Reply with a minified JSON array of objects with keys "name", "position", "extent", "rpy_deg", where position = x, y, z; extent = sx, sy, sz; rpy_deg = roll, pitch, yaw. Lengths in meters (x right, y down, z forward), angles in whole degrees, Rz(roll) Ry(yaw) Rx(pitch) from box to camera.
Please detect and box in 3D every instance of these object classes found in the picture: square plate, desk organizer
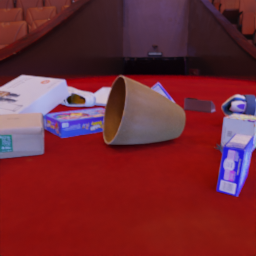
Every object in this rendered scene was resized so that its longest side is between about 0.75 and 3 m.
[{"name":"square plate","position":[-1.086,-1.689,15.410],"extent":[1.982,0.285,2.001],"rpy_deg":[7,34,30]},{"name":"desk organizer","position":[3.395,-1.089,13.346],"extent":[1.425,0.549,0.511],"rpy_deg":[10,17,36]}]

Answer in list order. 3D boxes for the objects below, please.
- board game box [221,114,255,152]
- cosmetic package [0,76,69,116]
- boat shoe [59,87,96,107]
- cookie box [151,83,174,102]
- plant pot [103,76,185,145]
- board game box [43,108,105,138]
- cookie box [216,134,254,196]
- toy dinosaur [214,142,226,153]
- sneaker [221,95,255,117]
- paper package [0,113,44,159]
[{"name":"board game box","position":[3.119,0.090,7.622],"extent":[0.783,0.797,1.520],"rpy_deg":[8,10,30]},{"name":"cosmetic package","position":[-3.838,-0.868,9.805],"extent":[2.196,0.752,2.912],"rpy_deg":[12,39,24]},{"name":"boat shoe","position":[-3.061,-1.567,14.645],"extent":[2.764,0.980,0.965],"rpy_deg":[14,16,25]},{"name":"cookie box","position":[1.280,-1.075,10.121],"extent":[0.421,1.120,0.958],"rpy_deg":[-38,5,13]},{"name":"plant pot","position":[0.524,-0.341,8.036],"extent":[2.048,1.908,1.908],"rpy_deg":[10,10,-20]},{"name":"board game box","position":[-1.557,-0.234,9.832],"extent":[2.334,0.523,1.569],"rpy_deg":[-9,16,-34]},{"name":"cookie box","position":[2.058,0.662,5.340],"extent":[0.395,0.900,1.052],"rpy_deg":[12,17,29]},{"name":"toy dinosaur","position":[2.479,0.653,6.740],"extent":[0.565,1.076,0.977],"rpy_deg":[-6,-29,46]},{"name":"sneaker","position":[4.473,-0.524,9.381],"extent":[2.024,1.114,2.764],"rpy_deg":[2,7,-23]},{"name":"paper package","position":[-3.044,0.164,7.404],"extent":[1.583,0.819,1.509],"rpy_deg":[-3,17,-16]}]
